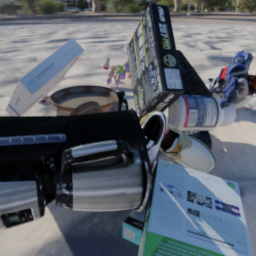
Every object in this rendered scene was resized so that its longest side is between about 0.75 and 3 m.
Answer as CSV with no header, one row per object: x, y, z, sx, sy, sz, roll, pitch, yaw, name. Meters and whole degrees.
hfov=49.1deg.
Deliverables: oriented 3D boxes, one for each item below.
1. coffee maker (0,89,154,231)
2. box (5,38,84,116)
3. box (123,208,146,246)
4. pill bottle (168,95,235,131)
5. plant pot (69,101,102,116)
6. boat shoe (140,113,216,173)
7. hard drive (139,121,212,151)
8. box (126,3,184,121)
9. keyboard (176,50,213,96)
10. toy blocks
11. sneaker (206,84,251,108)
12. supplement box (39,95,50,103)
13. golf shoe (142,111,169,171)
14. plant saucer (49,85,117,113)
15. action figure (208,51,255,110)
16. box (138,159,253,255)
-1.211,0.540,5.572,2.809,1.892,2.698,-2,31,-14,coffee maker
-2.790,-1.459,9.090,2.233,0.590,2.865,-50,15,-30,box
0.612,1.790,6.061,0.713,0.426,1.733,15,29,26,box
2.306,-0.454,8.809,1.877,1.122,1.122,0,25,-14,pill bottle
-1.167,-0.095,8.894,1.192,1.192,1.039,-20,61,-35,plant pot
1.240,0.471,7.327,2.271,0.849,0.777,33,17,7,boat shoe
1.402,0.200,9.326,2.452,0.403,1.711,3,26,6,hard drive
0.740,-1.962,9.004,0.727,2.961,2.387,-1,-19,-20,box
2.139,-1.347,9.413,1.312,2.520,0.499,-46,14,-19,keyboard
-0.355,-2.684,14.660,1.612,1.725,1.452,-4,57,19,toy blocks
3.933,-1.533,12.243,2.648,1.032,1.316,4,23,5,sneaker
-3.946,-1.395,12.782,0.787,0.240,0.428,24,35,38,supplement box
0.342,0.504,6.455,0.696,1.917,0.883,21,3,14,golf shoe
-1.895,-1.228,12.188,2.950,0.473,2.950,0,27,0,plant saucer
3.679,-1.098,8.521,2.659,1.437,2.748,13,51,35,action figure
1.275,1.781,5.320,1.906,0.480,2.641,17,31,3,box
